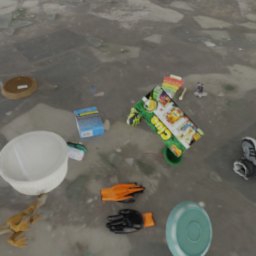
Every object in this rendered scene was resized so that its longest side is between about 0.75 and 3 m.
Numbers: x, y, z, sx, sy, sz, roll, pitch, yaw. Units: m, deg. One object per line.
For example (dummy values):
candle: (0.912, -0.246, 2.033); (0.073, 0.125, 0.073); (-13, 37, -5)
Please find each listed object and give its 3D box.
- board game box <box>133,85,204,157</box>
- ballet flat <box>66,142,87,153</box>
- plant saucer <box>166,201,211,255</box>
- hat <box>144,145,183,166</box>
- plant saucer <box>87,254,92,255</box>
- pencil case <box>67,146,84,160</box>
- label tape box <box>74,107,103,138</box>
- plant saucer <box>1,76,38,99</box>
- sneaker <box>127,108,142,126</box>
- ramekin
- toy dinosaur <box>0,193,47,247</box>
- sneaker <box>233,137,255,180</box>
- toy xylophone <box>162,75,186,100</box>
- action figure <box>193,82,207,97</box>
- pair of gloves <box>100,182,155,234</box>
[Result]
board game box: (1.339, -0.245, 9.460); (1.190, 0.266, 2.271); (-43, 83, 6)
ballet flat: (-2.124, 0.742, 11.640); (1.014, 0.345, 0.347); (13, 38, 12)
plant saucer: (1.383, 2.259, 6.102); (1.293, 0.177, 1.293); (7, 76, -29)
hat: (1.522, 1.062, 11.446); (1.096, 0.964, 0.908); (45, 62, -15)
plant saucer: (-1.189, 4.611, 7.838); (0.719, 0.195, 2.056); (-11, 47, -10)
pencil case: (-2.280, 0.982, 11.310); (0.967, 0.439, 0.402); (18, 32, 15)
label tape box: (-1.768, -0.261, 12.554); (1.033, 0.477, 1.442); (-12, 44, -13)
plant saucer: (-5.688, -2.164, 14.621); (1.858, 0.274, 1.858); (1, 44, -1)
sneaker: (0.344, -0.596, 12.885); (0.599, 0.591, 1.568); (17, 36, 26)
ramekin: (-3.414, 1.357, 10.422); (2.479, 1.154, 2.479); (0, 45, 0)
toy dinosaur: (-3.768, 3.182, 9.030); (2.861, 0.864, 1.519); (-26, 24, -28)
sneaker: (4.602, 1.165, 10.894); (1.124, 0.745, 1.975); (-3, 47, -6)
toy xylophone: (2.315, -2.038, 14.370); (1.241, 0.426, 1.696); (14, 47, 13)
action figure: (3.688, -1.869, 14.284); (0.660, 0.352, 1.014); (12, 49, 2)
pair of gloves: (-0.054, 2.733, 9.706); (1.662, 0.231, 1.865); (-8, 48, -10)
